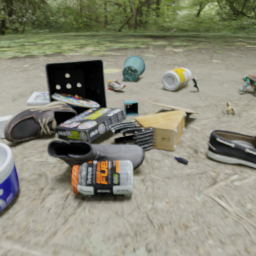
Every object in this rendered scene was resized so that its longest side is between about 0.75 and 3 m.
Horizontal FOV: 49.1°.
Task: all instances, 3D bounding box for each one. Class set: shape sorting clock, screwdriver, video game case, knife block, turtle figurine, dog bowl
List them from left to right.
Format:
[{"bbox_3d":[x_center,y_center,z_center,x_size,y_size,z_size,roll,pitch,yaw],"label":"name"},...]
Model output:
[{"bbox_3d":[-3.933,1.303,6.706,2.400,0.945,2.400,-4,26,2],"label":"dog bowl"},{"bbox_3d":[-4.030,-1.515,14.178,1.788,0.209,1.626,-2,24,-4],"label":"video game case"},{"bbox_3d":[-2.295,-1.209,12.282,2.104,0.413,2.104,10,8,-1],"label":"shape sorting clock"},{"bbox_3d":[0.693,0.034,9.926,2.270,0.827,2.586,10,26,20],"label":"knife block"},{"bbox_3d":[1.400,0.901,8.864,1.174,0.164,0.171,21,1,44],"label":"screwdriver"},{"bbox_3d":[6.714,-2.282,15.039,1.537,1.034,2.054,-11,32,-23],"label":"turtle figurine"}]

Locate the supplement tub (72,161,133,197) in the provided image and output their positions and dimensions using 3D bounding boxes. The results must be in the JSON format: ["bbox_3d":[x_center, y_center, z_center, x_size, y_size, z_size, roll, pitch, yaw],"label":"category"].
[{"bbox_3d":[-0.626,1.285,7.057,1.470,0.900,0.900,-2,24,-2],"label":"supplement tub"}]

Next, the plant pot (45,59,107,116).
[{"bbox_3d":[-2.462,-1.746,12.410,2.376,2.371,2.108,-10,16,-21],"label":"plant pot"}]

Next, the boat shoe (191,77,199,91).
[{"bbox_3d":[3.669,-2.345,15.309,0.280,0.843,0.315,-19,31,13],"label":"boat shoe"}]

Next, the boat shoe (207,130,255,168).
[{"bbox_3d":[3.855,0.619,8.449,2.822,0.851,1.042,10,29,18],"label":"boat shoe"}]

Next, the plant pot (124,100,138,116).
[{"bbox_3d":[0.091,-0.931,12.462,0.578,0.578,0.818,-6,20,-9],"label":"plant pot"}]

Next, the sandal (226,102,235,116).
[{"bbox_3d":[4.447,-0.830,12.374,0.268,0.298,0.814,-2,45,-8],"label":"sandal"}]

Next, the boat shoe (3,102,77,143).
[{"bbox_3d":[-3.072,-0.265,10.219,1.068,1.085,2.912,14,31,34],"label":"boat shoe"}]

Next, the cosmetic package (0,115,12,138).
[{"bbox_3d":[-4.213,-0.115,10.437,1.212,0.684,0.492,-16,24,-28],"label":"cosmetic package"}]

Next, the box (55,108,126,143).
[{"bbox_3d":[-1.341,-0.173,10.299,1.662,0.459,2.075,5,27,38],"label":"box"}]

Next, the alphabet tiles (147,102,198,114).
[{"bbox_3d":[2.037,-0.830,11.864,1.791,0.081,2.142,16,9,26],"label":"alphabet tiles"}]

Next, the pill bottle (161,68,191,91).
[{"bbox_3d":[2.848,-2.839,16.057,1.088,1.088,1.960,17,28,33],"label":"pill bottle"}]

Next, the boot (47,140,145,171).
[{"bbox_3d":[-0.793,0.743,7.479,2.391,0.834,1.574,-6,-17,7],"label":"boot"}]

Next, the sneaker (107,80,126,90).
[{"bbox_3d":[-0.692,-2.392,15.537,1.332,0.547,0.518,9,26,41],"label":"sneaker"}]

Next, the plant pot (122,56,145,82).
[{"bbox_3d":[0.275,-3.643,17.701,1.432,1.432,1.402,5,33,12],"label":"plant pot"}]
